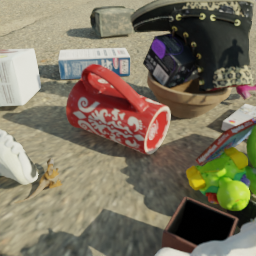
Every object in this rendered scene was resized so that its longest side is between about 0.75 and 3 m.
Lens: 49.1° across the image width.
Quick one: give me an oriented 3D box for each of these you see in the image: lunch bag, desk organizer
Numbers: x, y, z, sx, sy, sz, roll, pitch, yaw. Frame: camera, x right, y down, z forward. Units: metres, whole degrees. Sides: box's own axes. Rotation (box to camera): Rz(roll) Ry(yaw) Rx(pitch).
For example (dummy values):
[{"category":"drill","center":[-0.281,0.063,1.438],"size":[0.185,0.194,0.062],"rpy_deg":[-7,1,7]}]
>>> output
[{"category":"lunch bag","center":[-0.949,-6.179,16.086],"size":[2.084,1.494,2.541],"rpy_deg":[-11,29,-17]},{"category":"desk organizer","center":[1.628,1.902,3.692],"size":[2.365,0.911,0.848],"rpy_deg":[18,36,27]}]

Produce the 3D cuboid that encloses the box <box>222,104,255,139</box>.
[{"category":"box","center":[3.368,-0.147,7.551],"size":[1.098,0.290,1.408],"rpy_deg":[25,38,35]}]

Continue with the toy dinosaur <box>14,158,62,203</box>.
[{"category":"toy dinosaur","center":[-1.663,1.098,5.611],"size":[0.617,0.351,1.161],"rpy_deg":[-15,32,30]}]

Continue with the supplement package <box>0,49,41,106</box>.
[{"category":"supplement package","center":[-3.967,-1.590,8.623],"size":[1.863,1.370,1.782],"rpy_deg":[-2,26,2]}]

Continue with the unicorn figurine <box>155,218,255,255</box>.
[{"category":"unicorn figurine","center":[0.830,1.689,2.689],"size":[1.723,2.509,0.926],"rpy_deg":[-10,30,-28]}]

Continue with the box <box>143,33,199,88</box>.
[{"category":"box","center":[1.546,-1.996,7.891],"size":[1.845,0.979,1.128],"rpy_deg":[-22,66,-30]}]

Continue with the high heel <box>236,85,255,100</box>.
[{"category":"high heel","center":[3.762,-1.278,8.714],"size":[1.109,0.374,0.532],"rpy_deg":[-30,85,-28]}]

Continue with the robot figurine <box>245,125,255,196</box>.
[{"category":"robot figurine","center":[2.998,0.391,5.144],"size":[1.388,2.105,2.400],"rpy_deg":[47,10,9]}]

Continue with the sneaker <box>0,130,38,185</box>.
[{"category":"sneaker","center":[-3.089,0.549,5.888],"size":[2.942,1.105,1.192],"rpy_deg":[23,56,29]}]

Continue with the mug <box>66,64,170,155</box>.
[{"category":"mug","center":[-0.297,-0.361,6.620],"size":[2.182,1.456,1.937],"rpy_deg":[24,-5,26]}]

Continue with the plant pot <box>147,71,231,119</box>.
[{"category":"plant pot","center":[1.688,-1.025,8.151],"size":[2.345,1.082,2.345],"rpy_deg":[3,34,-2]}]

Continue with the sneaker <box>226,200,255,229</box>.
[{"category":"sneaker","center":[2.423,1.597,4.734],"size":[0.800,0.525,1.391],"rpy_deg":[16,0,-37]}]

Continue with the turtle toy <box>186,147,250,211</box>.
[{"category":"turtle toy","center":[1.708,0.961,5.036],"size":[1.099,0.762,1.508],"rpy_deg":[-29,1,9]}]

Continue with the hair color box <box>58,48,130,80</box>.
[{"category":"hair color box","center":[-1.298,-2.509,10.838],"size":[2.617,0.792,1.309],"rpy_deg":[-5,32,-7]}]

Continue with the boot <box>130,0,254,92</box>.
[{"category":"boot","center":[1.580,-2.022,6.954],"size":[2.995,2.262,1.081],"rpy_deg":[-4,4,14]}]

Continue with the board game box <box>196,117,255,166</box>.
[{"category":"board game box","center":[2.249,0.222,6.012],"size":[1.858,0.957,0.181],"rpy_deg":[-16,58,-45]}]
